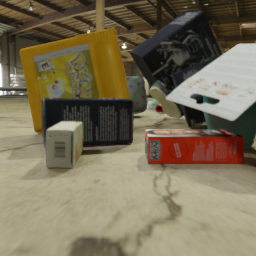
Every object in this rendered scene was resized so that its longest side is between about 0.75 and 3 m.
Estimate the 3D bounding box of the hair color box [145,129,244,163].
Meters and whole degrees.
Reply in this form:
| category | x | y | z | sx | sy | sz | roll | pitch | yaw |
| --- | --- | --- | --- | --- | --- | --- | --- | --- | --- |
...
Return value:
| category | x | y | z | sx | sy | sz | roll | pitch | yaw |
| --- | --- | --- | --- | --- | --- | --- | --- | --- | --- |
| hair color box | 0.944 | 0.262 | 4.235 | 1.346 | 0.412 | 0.683 | -1 | 8 | 0 |

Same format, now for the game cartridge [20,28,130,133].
| category | x | y | z | sx | sy | sz | roll | pitch | yaw |
| --- | --- | --- | --- | --- | --- | --- | --- | --- | --- |
| game cartridge | -1.261 | -1.142 | 6.783 | 2.401 | 2.117 | 0.390 | -13 | -4 | 5 |

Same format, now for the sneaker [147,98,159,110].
| category | x | y | z | sx | sy | sz | roll | pitch | yaw |
| --- | --- | --- | --- | --- | --- | --- | --- | --- | --- |
| sneaker | 1.827 | -1.751 | 15.747 | 0.913 | 1.463 | 2.480 | -5 | 8 | -24 |

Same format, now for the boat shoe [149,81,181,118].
| category | x | y | z | sx | sy | sz | roll | pitch | yaw |
| --- | --- | --- | --- | --- | --- | --- | --- | --- | --- |
| boat shoe | 1.233 | -0.876 | 8.738 | 0.538 | 0.457 | 1.478 | -12 | -45 | 43 |

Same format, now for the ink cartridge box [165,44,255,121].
| category | x | y | z | sx | sy | sz | roll | pitch | yaw |
| --- | --- | --- | --- | --- | --- | --- | --- | --- | --- |
| ink cartridge box | 1.700 | -0.663 | 4.252 | 1.822 | 0.431 | 1.459 | -37 | 30 | -14 |

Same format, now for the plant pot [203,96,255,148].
| category | x | y | z | sx | sy | sz | roll | pitch | yaw |
| --- | --- | --- | --- | --- | --- | --- | --- | --- | --- |
| plant pot | 1.941 | -0.245 | 5.196 | 1.168 | 1.098 | 1.168 | -1 | 16 | 0 |

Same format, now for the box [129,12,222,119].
| category | x | y | z | sx | sy | sz | roll | pitch | yaw |
| --- | --- | --- | --- | --- | --- | --- | --- | --- | --- |
| box | 1.893 | -2.213 | 9.963 | 2.478 | 2.721 | 1.417 | -37 | 28 | 0 |

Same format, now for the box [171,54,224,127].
| category | x | y | z | sx | sy | sz | roll | pitch | yaw |
| --- | --- | --- | --- | --- | --- | --- | --- | --- | --- |
| box | 2.080 | -0.919 | 7.201 | 1.563 | 0.894 | 1.717 | -22 | -23 | 8 |

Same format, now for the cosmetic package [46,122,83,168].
| category | x | y | z | sx | sy | sz | roll | pitch | yaw |
| --- | --- | --- | --- | --- | --- | --- | --- | --- | --- |
| cosmetic package | -0.914 | 0.217 | 4.160 | 0.365 | 0.540 | 1.026 | 1 | 9 | -2 |

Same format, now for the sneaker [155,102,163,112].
| category | x | y | z | sx | sy | sz | roll | pitch | yaw |
| --- | --- | --- | --- | --- | --- | --- | --- | --- | --- |
| sneaker | 1.608 | -1.138 | 13.564 | 0.841 | 0.570 | 1.455 | -2 | 19 | -21 |

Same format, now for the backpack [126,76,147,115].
| category | x | y | z | sx | sy | sz | roll | pitch | yaw |
| --- | --- | --- | --- | --- | --- | --- | --- | --- | --- |
| backpack | -0.207 | -1.287 | 11.269 | 1.864 | 1.639 | 1.429 | -8 | 1 | -23 |

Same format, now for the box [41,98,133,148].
| category | x | y | z | sx | sy | sz | roll | pitch | yaw |
| --- | --- | --- | --- | --- | --- | --- | --- | --- | --- |
| box | -0.876 | -0.166 | 5.678 | 1.692 | 0.883 | 1.252 | -2 | 8 | -16 |
